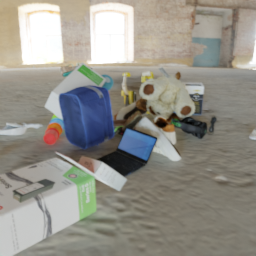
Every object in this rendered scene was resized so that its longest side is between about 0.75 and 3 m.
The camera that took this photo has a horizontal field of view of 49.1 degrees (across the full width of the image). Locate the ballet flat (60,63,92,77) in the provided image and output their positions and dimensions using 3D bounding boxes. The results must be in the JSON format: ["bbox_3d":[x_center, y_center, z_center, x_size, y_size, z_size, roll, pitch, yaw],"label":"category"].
[{"bbox_3d":[-2.761,-3.160,14.873,1.843,0.620,0.627,-15,-20,-37],"label":"ballet flat"}]

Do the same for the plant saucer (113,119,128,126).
[{"bbox_3d":[-0.340,-0.240,12.744,1.331,0.229,1.331,-2,-2,0],"label":"plant saucer"}]

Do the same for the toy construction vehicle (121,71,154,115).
[{"bbox_3d":[0.577,-1.928,15.579,2.089,2.399,0.845,4,9,37],"label":"toy construction vehicle"}]

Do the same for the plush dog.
[{"bbox_3d":[1.702,-1.336,13.390,2.675,2.297,2.146,27,47,-5],"label":"plush dog"}]

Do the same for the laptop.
[{"bbox_3d":[-0.087,0.725,9.119,1.427,0.832,1.610,19,29,40],"label":"laptop"}]

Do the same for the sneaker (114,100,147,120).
[{"bbox_3d":[0.170,-0.949,14.437,0.979,0.842,2.312,9,30,43],"label":"sneaker"}]

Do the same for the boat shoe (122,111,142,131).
[{"bbox_3d":[0.151,-0.259,11.027,0.361,1.004,0.341,30,30,-43],"label":"boat shoe"}]

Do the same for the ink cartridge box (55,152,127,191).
[{"bbox_3d":[-0.952,0.887,6.729,1.416,0.355,1.632,38,-15,-19],"label":"ink cartridge box"}]

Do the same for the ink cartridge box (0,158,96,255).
[{"bbox_3d":[-2.118,1.607,6.204,1.672,0.965,2.298,16,23,42],"label":"ink cartridge box"}]

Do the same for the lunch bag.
[{"bbox_3d":[-1.425,-0.372,10.453,1.541,2.330,1.583,-23,27,-37],"label":"lunch bag"}]

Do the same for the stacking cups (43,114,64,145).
[{"bbox_3d":[-3.033,-0.050,11.986,0.750,0.750,2.478,-1,22,-4],"label":"stacking cups"}]

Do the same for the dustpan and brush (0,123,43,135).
[{"bbox_3d":[-4.700,-0.017,12.302,1.856,0.531,1.296,8,14,-3],"label":"dustpan and brush"}]

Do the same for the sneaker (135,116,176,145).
[{"bbox_3d":[1.144,-0.088,11.759,0.877,1.020,2.409,-13,20,-32],"label":"sneaker"}]

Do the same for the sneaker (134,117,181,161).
[{"bbox_3d":[0.934,0.620,10.172,1.076,0.926,2.542,-43,36,1],"label":"sneaker"}]

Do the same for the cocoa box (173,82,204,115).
[{"bbox_3d":[3.012,-1.736,16.134,2.477,1.625,1.652,3,17,11],"label":"cocoa box"}]

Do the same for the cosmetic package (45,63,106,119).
[{"bbox_3d":[-2.315,-1.576,12.629,1.467,1.157,2.726,35,43,-7],"label":"cosmetic package"}]

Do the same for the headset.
[{"bbox_3d":[2.864,-0.162,11.909,2.201,1.034,1.359,11,10,-30],"label":"headset"}]

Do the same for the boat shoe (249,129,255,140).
[{"bbox_3d":[5.402,0.218,11.876,0.360,0.355,1.016,12,21,35],"label":"boat shoe"}]

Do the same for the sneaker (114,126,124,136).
[{"bbox_3d":[-0.275,0.151,11.862,0.962,0.369,0.403,-18,64,-42],"label":"sneaker"}]

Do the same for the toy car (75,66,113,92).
[{"bbox_3d":[-2.326,-1.297,14.825,2.447,2.550,2.766,20,55,-17],"label":"toy car"}]
